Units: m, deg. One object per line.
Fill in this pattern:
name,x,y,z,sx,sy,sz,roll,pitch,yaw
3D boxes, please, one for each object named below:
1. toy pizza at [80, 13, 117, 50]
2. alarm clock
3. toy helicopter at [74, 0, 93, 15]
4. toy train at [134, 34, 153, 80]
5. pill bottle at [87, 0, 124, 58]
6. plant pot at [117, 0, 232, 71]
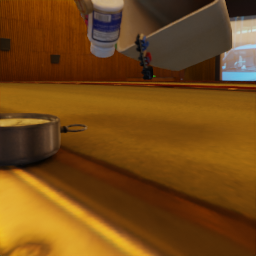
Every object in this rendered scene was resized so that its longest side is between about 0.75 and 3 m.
toy pizza,-0.673,-3.377,9.436,2.596,0.411,2.596,32,-13,8
alarm clock,-1.828,0.146,5.123,2.360,0.785,1.592,-10,15,-34
toy helicopter,-1.186,-2.901,5.245,0.664,1.683,1.113,-38,2,-25
toy train,0.390,-1.573,6.344,0.289,1.264,0.216,6,55,20
pill bottle,-0.578,-2.446,6.785,0.805,1.345,0.805,6,48,-6
plant pot,1.483,-3.179,7.884,2.761,2.757,2.444,-17,-27,33
